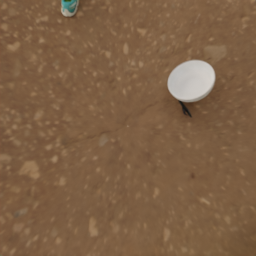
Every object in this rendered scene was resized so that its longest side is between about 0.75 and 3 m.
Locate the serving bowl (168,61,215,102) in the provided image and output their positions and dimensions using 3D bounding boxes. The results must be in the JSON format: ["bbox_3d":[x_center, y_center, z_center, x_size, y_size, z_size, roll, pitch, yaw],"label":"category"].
[{"bbox_3d":[2.138,-1.484,9.390,1.542,0.507,1.542,-11,60,20],"label":"serving bowl"}]

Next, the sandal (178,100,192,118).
[{"bbox_3d":[1.874,-0.603,9.367,0.184,0.289,0.768,-33,61,3],"label":"sandal"}]

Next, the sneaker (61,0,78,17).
[{"bbox_3d":[-2.148,-5.152,10.645,0.717,0.737,1.851,4,71,1],"label":"sneaker"}]
